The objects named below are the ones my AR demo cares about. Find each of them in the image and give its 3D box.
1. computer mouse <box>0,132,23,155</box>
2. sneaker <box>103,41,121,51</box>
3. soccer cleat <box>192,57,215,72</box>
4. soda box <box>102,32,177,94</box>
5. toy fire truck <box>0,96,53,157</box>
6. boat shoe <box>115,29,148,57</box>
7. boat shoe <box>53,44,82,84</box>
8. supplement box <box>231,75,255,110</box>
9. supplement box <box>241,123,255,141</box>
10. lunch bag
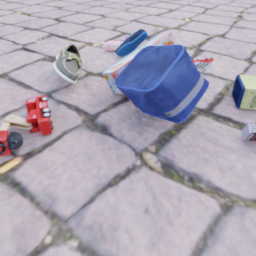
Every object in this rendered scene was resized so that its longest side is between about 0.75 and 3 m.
[{"bbox_3d":[-2.874,0.376,6.846,0.258,0.445,1.518,2,8,-3],"label":"computer mouse"},{"bbox_3d":[-0.559,-3.871,13.352,1.192,0.449,0.623,-13,32,-24],"label":"sneaker"},{"bbox_3d":[2.689,-2.349,10.529,1.226,0.522,0.421,9,31,44],"label":"soccer cleat"},{"bbox_3d":[0.485,-2.273,9.861,2.777,0.883,0.950,-38,24,-19],"label":"soda box"},{"bbox_3d":[-2.970,-0.163,8.026,1.525,0.527,2.163,-10,36,-14],"label":"toy fire truck"},{"bbox_3d":[0.116,-3.874,12.829,1.706,0.718,0.586,-34,55,-6],"label":"boat shoe"},{"bbox_3d":[-2.208,-2.505,10.626,0.954,0.798,2.670,34,18,-29],"label":"boat shoe"},{"bbox_3d":[4.122,-1.162,9.218,1.094,0.735,1.095,6,35,6],"label":"supplement box"},{"bbox_3d":[3.670,0.126,7.531,1.041,0.566,0.317,3,66,2],"label":"supplement box"},{"bbox_3d":[0.923,-1.218,8.115,1.693,1.649,2.492,-50,31,-7],"label":"lunch bag"}]
